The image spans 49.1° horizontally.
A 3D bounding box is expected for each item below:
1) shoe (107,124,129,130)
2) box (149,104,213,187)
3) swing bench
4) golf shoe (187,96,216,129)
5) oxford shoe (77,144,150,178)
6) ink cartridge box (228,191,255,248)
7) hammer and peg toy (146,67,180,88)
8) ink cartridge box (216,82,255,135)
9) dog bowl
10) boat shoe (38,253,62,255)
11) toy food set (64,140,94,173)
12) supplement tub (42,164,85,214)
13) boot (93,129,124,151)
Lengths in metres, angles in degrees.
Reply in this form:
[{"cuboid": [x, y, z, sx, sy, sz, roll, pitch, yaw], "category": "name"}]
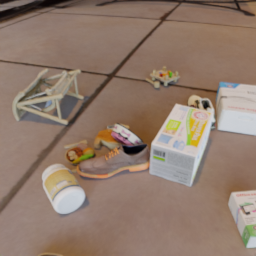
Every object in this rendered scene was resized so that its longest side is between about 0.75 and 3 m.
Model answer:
[{"cuboid": [-0.415, 0.005, 11.639, 0.943, 0.252, 0.330, -6, 37, -9], "category": "shoe"}, {"cuboid": [1.960, 0.497, 10.024, 1.525, 1.374, 2.712, 15, 40, 19], "category": "box"}, {"cuboid": [-3.558, -1.501, 12.532, 2.432, 1.578, 2.419, 6, 37, 8], "category": "swing bench"}, {"cuboid": [3.285, -0.941, 12.285, 0.909, 1.037, 2.355, -6, 36, -6], "category": "golf shoe"}, {"cuboid": [-0.499, 1.020, 9.609, 2.589, 0.944, 0.923, -10, 38, -11], "category": "oxford shoe"}, {"cuboid": [3.627, 2.526, 7.915, 1.065, 0.618, 1.471, -5, 37, 0], "category": "ink cartridge box"}, {"cuboid": [1.773, -2.726, 14.888, 1.675, 0.590, 1.232, -25, 44, -37], "category": "hammer and peg toy"}, {"cuboid": [4.843, -0.887, 12.135, 1.830, 1.056, 2.522, 9, 37, 9], "category": "ink cartridge box"}, {"cuboid": [-0.073, 0.379, 10.418, 1.273, 1.273, 0.469, 30, 79, 34], "category": "dog bowl"}, {"cuboid": [-1.425, 3.377, 6.395, 2.148, 0.996, 0.802, 14, 54, 18], "category": "boat shoe"}, {"cuboid": [-1.807, 0.930, 10.343, 1.081, 0.314, 1.566, -14, 39, -18], "category": "toy food set"}, {"cuboid": [-2.021, 1.833, 8.586, 0.971, 0.971, 1.342, -21, 42, -25], "category": "supplement tub"}, {"cuboid": [-0.624, 0.435, 10.875, 1.364, 0.480, 0.977, 4, 38, 13], "category": "boot"}]
